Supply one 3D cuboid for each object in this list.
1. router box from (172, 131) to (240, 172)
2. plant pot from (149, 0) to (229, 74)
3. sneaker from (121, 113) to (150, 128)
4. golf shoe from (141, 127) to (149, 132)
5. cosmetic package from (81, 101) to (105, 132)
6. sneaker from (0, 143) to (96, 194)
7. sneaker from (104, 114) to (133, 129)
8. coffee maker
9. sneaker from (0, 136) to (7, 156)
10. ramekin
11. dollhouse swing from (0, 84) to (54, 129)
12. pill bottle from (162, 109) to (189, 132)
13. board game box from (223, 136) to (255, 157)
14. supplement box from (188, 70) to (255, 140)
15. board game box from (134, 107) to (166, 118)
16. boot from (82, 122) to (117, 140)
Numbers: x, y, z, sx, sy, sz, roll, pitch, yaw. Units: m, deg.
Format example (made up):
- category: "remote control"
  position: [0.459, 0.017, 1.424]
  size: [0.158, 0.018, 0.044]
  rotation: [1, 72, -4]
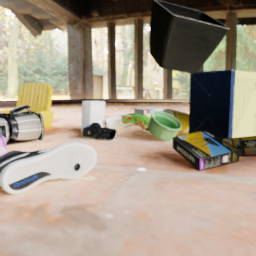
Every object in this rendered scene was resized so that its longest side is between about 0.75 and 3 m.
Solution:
- category: "router box"
  position: [2.118, 0.595, 7.864]
  size: [1.191, 0.408, 1.597]
  rotation: [-11, 21, -15]
- category: "plant pot"
  position: [1.466, -2.514, 7.956]
  size: [1.689, 1.502, 1.693]
  rotation: [6, 35, -20]
- category: "sneaker"
  position: [0.439, -0.442, 13.233]
  size: [1.662, 0.638, 0.696]
  rotation: [12, 28, 35]
- category: "golf shoe"
  position: [1.253, 0.022, 13.240]
  size: [1.265, 0.488, 0.557]
  rotation: [-4, 26, -1]
- category: "cosmetic package"
  position: [-1.618, -0.557, 13.142]
  size: [0.474, 1.384, 1.835]
  rotation: [7, 7, 15]
- category: "sneaker"
  position: [-1.992, 0.751, 6.518]
  size: [2.338, 0.854, 1.308]
  rotation: [-10, 14, -44]
- category: "sneaker"
  position: [-0.557, -0.302, 14.625]
  size: [1.849, 0.745, 1.354]
  rotation: [-12, 0, -24]
- category: "coffee maker"
  position: [-4.463, 0.099, 10.328]
  size: [1.956, 1.371, 2.036]
  rotation: [-26, -12, 40]
- category: "sneaker"
  position: [-4.005, 0.521, 7.795]
  size: [2.167, 0.958, 0.872]
  rotation: [5, 11, 38]
- category: "ramekin"
  position: [1.415, -0.059, 11.208]
  size: [1.305, 0.638, 1.305]
  rotation: [18, 29, -11]
- category: "dollhouse swing"
  position: [-5.461, -1.137, 14.439]
  size: [2.621, 2.304, 2.382]
  rotation: [5, 9, 24]
- category: "pill bottle"
  position: [2.363, -0.312, 13.078]
  size: [1.671, 0.930, 0.930]
  rotation: [9, 2, -32]
- category: "board game box"
  position: [4.201, 0.466, 8.154]
  size: [2.139, 0.607, 1.768]
  rotation: [-4, -3, -25]
- category: "supplement box"
  position: [4.045, -0.935, 11.526]
  size: [2.709, 2.712, 1.821]
  rotation: [-7, 11, -41]
- category: "board game box"
  position: [1.261, -0.688, 16.115]
  size: [1.705, 0.894, 0.878]
  rotation: [-8, 12, -38]
- category: "boot"
  position: [-1.078, 0.143, 11.752]
  size: [1.232, 0.556, 1.503]
  rotation: [5, 11, 18]
